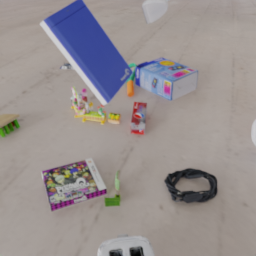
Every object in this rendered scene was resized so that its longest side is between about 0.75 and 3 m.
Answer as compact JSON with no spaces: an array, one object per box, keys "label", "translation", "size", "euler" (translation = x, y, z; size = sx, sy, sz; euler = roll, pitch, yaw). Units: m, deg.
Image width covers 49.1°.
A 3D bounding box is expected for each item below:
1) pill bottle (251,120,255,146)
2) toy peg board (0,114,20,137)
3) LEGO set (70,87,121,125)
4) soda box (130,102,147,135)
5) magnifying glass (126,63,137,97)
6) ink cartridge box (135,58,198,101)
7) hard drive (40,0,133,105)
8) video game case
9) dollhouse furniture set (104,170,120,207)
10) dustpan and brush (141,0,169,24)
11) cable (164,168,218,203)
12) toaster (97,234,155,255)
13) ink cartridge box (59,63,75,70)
[{"label":"pill bottle","translation":[5.056,0.168,9.110],"size":[1.739,0.976,0.976],"euler":[0,34,0]},{"label":"toy peg board","translation":[-4.495,-0.069,10.039],"size":[0.981,0.482,0.985],"euler":[3,29,32]},{"label":"LEGO set","translation":[-1.458,-0.924,10.717],"size":[1.214,0.982,2.639],"euler":[-27,42,-34]},{"label":"soda box","translation":[0.400,-0.384,10.361],"size":[0.539,0.488,1.539],"euler":[4,33,4]},{"label":"magnifying glass","translation":[0.073,-2.246,13.008],"size":[0.959,0.270,2.408],"euler":[-34,36,25]},{"label":"ink cartridge box","translation":[1.568,-2.358,12.854],"size":[1.821,1.019,2.669],"euler":[-27,40,-34]},{"label":"hard drive","translation":[-1.068,-2.267,8.283],"size":[0.349,2.753,1.816],"euler":[-19,27,41]},{"label":"video game case","translation":[-1.522,1.513,7.757],"size":[1.522,0.272,1.379],"euler":[-13,36,-19]},{"label":"dollhouse furniture set","translation":[-0.404,1.623,7.393],"size":[0.390,0.505,1.010],"euler":[0,35,-1]},{"label":"dustpan and brush","translation":[1.296,-4.650,10.458],"size":[1.605,1.120,0.459],"euler":[-19,69,9]},{"label":"cable","translation":[1.745,1.557,7.693],"size":[1.443,0.367,1.177],"euler":[-11,30,-11]},{"label":"toaster","translation":[0.018,2.884,4.809],"size":[1.146,1.303,2.017],"euler":[-5,34,-5]},{"label":"ink cartridge box","translation":[-3.182,-3.282,14.936],"size":[0.914,0.179,0.455],"euler":[4,35,7]}]
